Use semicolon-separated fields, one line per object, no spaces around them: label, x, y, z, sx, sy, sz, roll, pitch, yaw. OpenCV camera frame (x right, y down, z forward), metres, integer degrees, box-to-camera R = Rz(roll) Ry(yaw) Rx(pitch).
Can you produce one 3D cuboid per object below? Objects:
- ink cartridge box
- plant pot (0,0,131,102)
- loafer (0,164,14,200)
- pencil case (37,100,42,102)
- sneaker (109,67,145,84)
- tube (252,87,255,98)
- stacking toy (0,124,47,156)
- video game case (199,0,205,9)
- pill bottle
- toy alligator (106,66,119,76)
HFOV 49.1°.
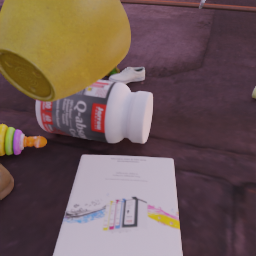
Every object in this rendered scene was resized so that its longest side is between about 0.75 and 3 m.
ink cartridge box;-0.079;1.779;4.384;1.625;1.654;2.247;2;37;3
plant pot;-0.991;-1.063;3.623;1.701;1.701;1.207;17;60;23
loafer;-3.597;1.473;5.432;1.044;0.926;2.745;22;41;27
pencil case;-1.517;-1.348;5.620;0.750;1.698;0.750;23;28;-13
sneaker;-0.031;-2.018;10.502;1.502;0.532;0.548;-16;41;-28
tube;5.144;-0.873;9.085;2.061;0.535;0.598;30;84;28
stacking toy;-3.040;0.324;7.165;1.856;1.018;1.077;4;31;-13
video game case;2.395;-4.191;8.621;0.077;0.856;0.613;18;9;3
pill bottle;-0.837;-0.482;7.530;2.824;1.636;1.636;9;37;12
toy alligator;-0.600;-2.223;11.021;0.510;0.370;1.540;-11;37;-14
